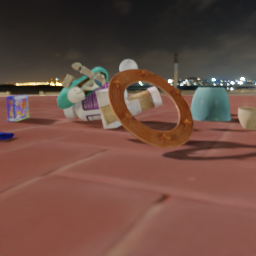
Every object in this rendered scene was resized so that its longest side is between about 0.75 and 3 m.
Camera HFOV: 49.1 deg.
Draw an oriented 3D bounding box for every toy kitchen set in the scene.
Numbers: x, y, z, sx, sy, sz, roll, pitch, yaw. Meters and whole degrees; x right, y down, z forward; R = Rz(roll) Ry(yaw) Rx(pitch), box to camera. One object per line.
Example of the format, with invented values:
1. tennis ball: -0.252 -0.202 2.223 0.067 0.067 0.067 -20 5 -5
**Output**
1. toy kitchen set: -1.514 -1.533 9.599 1.165 0.933 0.686 31 -3 0

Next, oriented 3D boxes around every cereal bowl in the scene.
1. cereal bowl: -0.013 -2.641 12.496 0.809 0.809 0.337 -2 14 -15

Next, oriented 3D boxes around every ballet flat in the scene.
1. ballet flat: -1.935 -1.727 12.122 2.658 0.895 0.935 -41 32 -13

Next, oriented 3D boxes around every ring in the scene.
1. ring: 0.738 -0.678 7.959 2.780 2.780 0.267 -6 -31 -33

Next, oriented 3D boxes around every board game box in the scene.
1. board game box: -5.492 -1.010 13.982 0.401 1.204 1.790 0 9 -1

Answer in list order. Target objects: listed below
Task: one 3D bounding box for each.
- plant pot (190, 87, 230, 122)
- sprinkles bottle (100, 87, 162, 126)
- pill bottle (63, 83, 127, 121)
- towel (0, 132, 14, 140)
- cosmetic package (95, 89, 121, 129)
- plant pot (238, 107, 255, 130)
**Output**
1. plant pot: 4.136 -1.232 14.115 2.011 1.614 2.011 0 9 0
2. sprinkles bottle: 0.085 -0.704 9.131 1.963 0.670 0.670 -21 10 -3
3. pill bottle: -1.519 -1.211 13.340 2.958 1.660 1.660 -7 8 3
4. towel: -4.226 0.261 9.013 0.879 0.218 0.649 3 3 23
5. cosmetic package: -0.659 -0.782 10.896 0.606 1.492 0.842 -3 13 32
6. plant pot: 4.787 -0.334 10.829 1.119 0.751 1.119 5 15 -1
